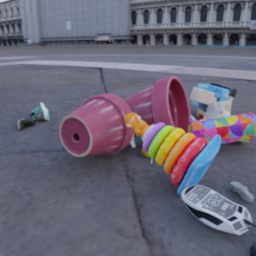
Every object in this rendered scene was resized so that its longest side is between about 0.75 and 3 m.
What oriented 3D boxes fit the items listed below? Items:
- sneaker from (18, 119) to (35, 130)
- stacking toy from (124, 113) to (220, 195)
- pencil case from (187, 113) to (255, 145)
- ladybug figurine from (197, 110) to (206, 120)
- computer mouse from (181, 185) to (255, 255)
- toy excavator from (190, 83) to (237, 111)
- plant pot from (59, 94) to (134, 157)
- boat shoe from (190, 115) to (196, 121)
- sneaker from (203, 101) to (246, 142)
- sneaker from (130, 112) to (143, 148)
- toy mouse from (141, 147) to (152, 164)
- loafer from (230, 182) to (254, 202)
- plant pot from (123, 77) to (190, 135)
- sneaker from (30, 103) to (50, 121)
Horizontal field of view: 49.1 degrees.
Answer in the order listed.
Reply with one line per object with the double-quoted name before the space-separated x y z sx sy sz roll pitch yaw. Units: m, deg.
"sneaker" -4.347 -0.195 12.013 0.547 0.385 1.030 -3 18 -2
"stacking toy" 0.919 0.395 7.415 2.597 1.425 1.507 34 47 20
"pencil case" 3.269 0.121 9.615 2.414 1.067 1.067 -6 19 1
"ladybug figurine" 3.540 -0.465 12.545 1.103 0.397 0.748 34 18 36
"computer mouse" 2.131 1.924 5.909 2.246 0.493 1.232 24 35 39
"toy excavator" 3.512 -1.339 12.572 2.922 1.460 2.841 10 13 -23
"plant pot" -1.034 0.032 8.520 1.940 1.940 1.736 11 20 30
"boat shoe" 2.663 -0.378 12.572 0.434 0.488 1.327 21 17 -25
"sneaker" 3.809 -0.369 10.996 0.844 1.325 2.292 6 16 -28
"sneaker" 0.351 0.057 9.214 0.548 1.202 0.466 -4 -10 15
"toy mouse" 1.084 0.662 9.655 1.374 0.299 1.546 -7 22 -20
"loafer" 2.907 1.590 7.084 0.289 0.290 0.829 -12 21 -11
"plant pot" 0.939 -0.528 10.289 2.092 2.337 2.337 -9 13 28
"sneaker" -4.285 -0.742 13.276 0.779 0.663 1.709 -13 22 -24
